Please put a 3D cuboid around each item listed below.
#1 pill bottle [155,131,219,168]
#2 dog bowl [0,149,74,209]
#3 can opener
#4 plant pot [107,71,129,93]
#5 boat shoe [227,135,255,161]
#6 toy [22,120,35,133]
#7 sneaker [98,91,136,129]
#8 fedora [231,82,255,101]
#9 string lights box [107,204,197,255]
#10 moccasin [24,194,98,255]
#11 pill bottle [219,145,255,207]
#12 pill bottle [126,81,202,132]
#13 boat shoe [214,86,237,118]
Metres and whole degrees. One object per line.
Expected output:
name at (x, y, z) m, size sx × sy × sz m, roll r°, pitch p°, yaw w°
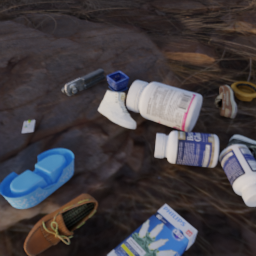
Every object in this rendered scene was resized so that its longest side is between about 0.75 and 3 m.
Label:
pill bottle at (2.042, 0.731, 10.004) m, size 2.120 × 1.178 × 1.178 m, roll 5°, pitch 42°, yaw 5°
dog bowl at (-2.854, 1.636, 9.176) m, size 1.432 × 0.637 × 2.569 m, roll 16°, pitch 38°, yaw 35°
can opener at (-2.206, -2.279, 13.723) m, size 2.293 × 0.612 × 0.767 m, roll -34°, pitch 40°, yaw -31°
plant pot at (-0.496, -2.169, 13.572) m, size 0.817 × 0.735 × 0.817 m, roll -26°, pitch 48°, yaw -26°
boat shoe at (4.698, 0.938, 10.173) m, size 2.140 × 0.757 × 0.681 m, roll 18°, pitch 44°, yaw 30°
toy at (-4.101, -0.007, 11.584) m, size 0.455 × 0.186 × 0.790 m, roll -8°, pitch 42°, yaw -5°
sneaker at (-0.338, -0.851, 11.654) m, size 2.069 × 1.196 × 0.762 m, roll 32°, pitch 16°, yaw 32°
fedora at (5.474, -1.650, 13.124) m, size 1.380 × 0.563 × 1.380 m, roll -1°, pitch 40°, yaw 1°
string lights box at (0.643, 3.275, 7.546) m, size 2.326 × 0.686 × 1.195 m, roll -32°, pitch 51°, yaw -30°
moccasin at (-1.831, 2.745, 7.875) m, size 2.268 × 0.830 × 0.875 m, roll -27°, pitch 9°, yaw -24°
pill bottle at (3.824, 1.553, 9.189) m, size 1.057 × 1.057 × 1.903 m, roll -5°, pitch 42°, yaw -5°
pill bottle at (1.465, -0.974, 11.596) m, size 2.803 × 1.589 × 1.589 m, roll 20°, pitch 46°, yaw 21°
boat shoe at (4.284, -1.238, 12.543) m, size 0.732 × 0.772 × 2.040 m, roll 1°, pitch 40°, yaw 4°
